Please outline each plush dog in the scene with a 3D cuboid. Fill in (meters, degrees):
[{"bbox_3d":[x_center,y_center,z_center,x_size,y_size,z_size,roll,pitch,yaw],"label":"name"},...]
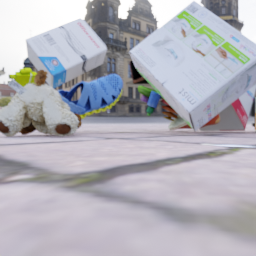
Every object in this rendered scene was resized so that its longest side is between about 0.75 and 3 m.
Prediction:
[{"bbox_3d":[-1.933,-0.351,6.541,1.802,1.446,1.547,0,-22,1],"label":"plush dog"}]

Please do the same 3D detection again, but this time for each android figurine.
[{"bbox_3d":[-3.052,-1.425,8.269,0.937,0.192,0.853,-9,-28,-32],"label":"android figurine"}]

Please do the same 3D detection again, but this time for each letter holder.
[{"bbox_3d":[1.072,-2.433,10.088,1.053,1.488,2.094,-14,-3,43],"label":"letter holder"}]

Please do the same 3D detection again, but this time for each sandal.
[{"bbox_3d":[-1.260,-0.984,8.695,2.638,1.148,1.048,-35,57,-22],"label":"sandal"}]

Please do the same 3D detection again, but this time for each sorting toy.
[{"bbox_3d":[0.925,-0.713,8.720,1.763,0.723,1.059,27,14,30],"label":"sorting toy"}]

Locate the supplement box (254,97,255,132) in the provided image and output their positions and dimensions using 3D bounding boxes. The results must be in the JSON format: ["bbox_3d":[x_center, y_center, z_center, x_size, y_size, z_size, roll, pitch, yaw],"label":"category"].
[{"bbox_3d":[5.140,-0.448,9.054,1.854,1.169,0.682,0,0,0],"label":"supplement box"}]

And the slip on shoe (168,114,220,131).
[{"bbox_3d":[1.931,-0.171,8.401,1.752,0.536,0.649,-18,28,43],"label":"slip on shoe"}]

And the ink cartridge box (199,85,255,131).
[{"bbox_3d":[3.119,-1.255,9.384,1.642,2.260,1.635,-2,-37,44],"label":"ink cartridge box"}]

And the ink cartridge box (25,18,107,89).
[{"bbox_3d":[-1.544,-1.909,7.095,1.630,1.178,0.686,-33,-11,-26],"label":"ink cartridge box"}]

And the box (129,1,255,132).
[{"bbox_3d":[1.658,-1.592,7.053,2.198,2.491,1.205,-39,-30,1],"label":"box"}]

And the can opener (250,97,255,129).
[{"bbox_3d":[4.461,-0.496,9.789,0.401,1.208,0.318,-8,3,24],"label":"can opener"}]
